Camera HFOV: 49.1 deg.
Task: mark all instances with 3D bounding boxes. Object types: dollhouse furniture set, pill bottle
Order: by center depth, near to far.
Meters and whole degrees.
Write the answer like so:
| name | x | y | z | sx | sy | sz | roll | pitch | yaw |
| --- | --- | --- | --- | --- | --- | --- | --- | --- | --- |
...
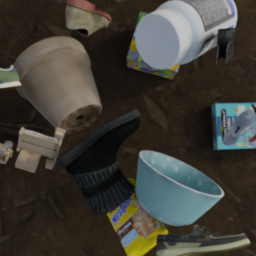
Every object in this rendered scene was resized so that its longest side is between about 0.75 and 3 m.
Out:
| name | x | y | z | sx | sy | sz | roll | pitch | yaw |
| --- | --- | --- | --- | --- | --- | --- | --- | --- | --- |
| dollhouse furniture set | -2.609 | 0.234 | 7.562 | 1.627 | 1.907 | 0.931 | 19 | 42 | -12 |
| pill bottle | 1.648 | -2.772 | 7.828 | 2.945 | 1.675 | 1.675 | -34 | 85 | -37 |

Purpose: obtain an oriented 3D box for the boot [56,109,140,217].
| name | x | y | z | sx | sy | sz | roll | pitch | yaw |
| --- | --- | --- | --- | --- | --- | --- | --- | --- | --- |
| boot | -0.346 | 0.914 | 7.290 | 2.636 | 0.992 | 1.971 | -35 | 94 | 16 |

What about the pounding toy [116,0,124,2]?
| name | x | y | z | sx | sy | sz | roll | pitch | yaw |
| --- | --- | --- | --- | --- | --- | --- | --- | --- | --- |
| pounding toy | 0.023 | -4.853 | 7.774 | 1.225 | 2.678 | 2.352 | 8 | 89 | 41 |

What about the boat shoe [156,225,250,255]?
| name | x | y | z | sx | sy | sz | roll | pitch | yaw |
| --- | --- | --- | --- | --- | --- | --- | --- | --- | --- |
| boat shoe | 1.708 | 2.704 | 6.730 | 2.208 | 0.789 | 0.726 | -16 | 58 | 12 |

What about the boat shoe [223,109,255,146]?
| name | x | y | z | sx | sy | sz | roll | pitch | yaw |
| --- | --- | --- | --- | --- | --- | --- | --- | --- | --- |
| boat shoe | 3.361 | 0.018 | 8.588 | 0.496 | 0.573 | 1.344 | 36 | 83 | 6 |

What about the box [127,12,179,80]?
| name | x | y | z | sx | sy | sz | roll | pitch | yaw |
| --- | --- | --- | --- | --- | --- | --- | --- | --- | --- |
| box | 1.059 | -2.980 | 10.324 | 1.853 | 1.130 | 1.785 | 16 | 86 | 1 |

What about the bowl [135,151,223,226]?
| name | x | y | z | sx | sy | sz | roll | pitch | yaw |
| --- | --- | --- | --- | --- | --- | --- | --- | --- | --- |
| bowl | 1.124 | 1.658 | 7.370 | 2.348 | 2.348 | 1.228 | 25 | 100 | 2 |

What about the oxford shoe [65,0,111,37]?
| name | x | y | z | sx | sy | sz | roll | pitch | yaw |
| --- | --- | --- | --- | --- | --- | --- | --- | --- | --- |
| oxford shoe | -1.231 | -3.189 | 8.360 | 0.864 | 2.453 | 0.917 | 24 | 106 | 14 |

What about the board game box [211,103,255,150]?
| name | x | y | z | sx | sy | sz | roll | pitch | yaw |
| --- | --- | --- | --- | --- | --- | --- | --- | --- | --- |
| board game box | 4.307 | -0.058 | 10.392 | 2.248 | 0.527 | 1.697 | -1 | 85 | 0 |

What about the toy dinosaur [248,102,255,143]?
| name | x | y | z | sx | sy | sz | roll | pitch | yaw |
| --- | --- | --- | --- | --- | --- | --- | --- | --- | --- |
| toy dinosaur | 4.339 | -0.754 | 7.277 | 1.222 | 2.112 | 2.327 | 14 | 78 | -7 |

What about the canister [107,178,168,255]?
| name | x | y | z | sx | sy | sz | roll | pitch | yaw |
| --- | --- | --- | --- | --- | --- | --- | --- | --- | --- |
| canister | 0.144 | 2.564 | 8.019 | 1.347 | 0.785 | 1.813 | -44 | 50 | 9 |

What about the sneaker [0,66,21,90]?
| name | x | y | z | sx | sy | sz | roll | pitch | yaw |
| --- | --- | --- | --- | --- | --- | --- | --- | --- | --- |
| sneaker | -3.327 | -1.211 | 6.753 | 1.360 | 0.456 | 0.610 | -14 | 94 | -37 |

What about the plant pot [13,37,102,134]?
| name | x | y | z | sx | sy | sz | roll | pitch | yaw |
| --- | --- | --- | --- | --- | --- | --- | --- | --- | --- |
| plant pot | -1.800 | -1.033 | 7.970 | 2.318 | 2.318 | 2.011 | -33 | 71 | -2 |

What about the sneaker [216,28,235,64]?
| name | x | y | z | sx | sy | sz | roll | pitch | yaw |
| --- | --- | --- | --- | --- | --- | --- | --- | --- | --- |
| sneaker | 2.362 | -2.029 | 6.835 | 0.418 | 1.393 | 0.727 | 2 | 112 | 23 |
